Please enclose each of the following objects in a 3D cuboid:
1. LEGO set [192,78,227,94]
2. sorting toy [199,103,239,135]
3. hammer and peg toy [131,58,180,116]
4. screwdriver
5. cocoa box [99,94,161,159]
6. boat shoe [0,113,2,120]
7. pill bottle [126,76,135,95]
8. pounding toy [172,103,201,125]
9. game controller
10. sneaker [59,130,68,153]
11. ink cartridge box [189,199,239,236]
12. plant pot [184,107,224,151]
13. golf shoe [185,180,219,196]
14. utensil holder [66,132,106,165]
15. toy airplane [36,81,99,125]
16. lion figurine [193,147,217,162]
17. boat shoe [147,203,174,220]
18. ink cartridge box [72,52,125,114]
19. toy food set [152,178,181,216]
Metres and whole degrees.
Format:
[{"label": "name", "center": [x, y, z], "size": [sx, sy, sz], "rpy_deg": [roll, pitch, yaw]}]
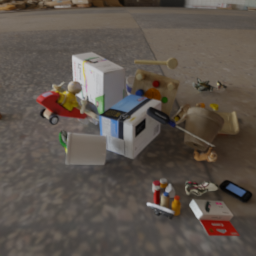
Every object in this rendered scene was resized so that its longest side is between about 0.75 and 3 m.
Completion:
[{"label": "LEGO set", "center": [4.390, -2.215, 15.498], "size": [2.151, 0.610, 1.397], "rpy_deg": [9, 31, -11]}, {"label": "sorting toy", "center": [3.786, -0.405, 12.479], "size": [1.975, 0.355, 2.651], "rpy_deg": [0, 29, 15]}, {"label": "hammer and peg toy", "center": [1.136, -1.804, 12.242], "size": [2.046, 2.781, 0.981], "rpy_deg": [18, 19, 11]}, {"label": "screwdriver", "center": [1.793, 0.054, 9.545], "size": [2.663, 0.371, 0.387], "rpy_deg": [32, 53, 1]}, {"label": "cocoa box", "center": [0.125, -0.139, 10.861], "size": [1.485, 1.509, 2.263], "rpy_deg": [17, 35, 27]}, {"label": "boat shoe", "center": [-6.012, -0.618, 12.916], "size": [0.270, 0.256, 0.752], "rpy_deg": [-18, 35, -27]}, {"label": "pill bottle", "center": [0.220, -2.110, 14.497], "size": [0.640, 1.069, 0.640], "rpy_deg": [1, 57, -1]}, {"label": "pounding toy", "center": [2.538, -0.555, 12.038], "size": [0.753, 1.317, 0.756], "rpy_deg": [-14, 65, -50]}, {"label": "game controller", "center": [3.312, 1.940, 8.640], "size": [0.493, 0.199, 0.946], "rpy_deg": [-37, 46, -29]}, {"label": "sneaker", "center": [-1.947, 0.536, 9.504], "size": [1.131, 0.482, 0.441], "rpy_deg": [57, 21, 14]}, {"label": "ink cartridge box", "center": [2.286, 2.325, 7.285], "size": [1.126, 0.245, 0.978], "rpy_deg": [11, 27, -27]}, {"label": "plant pot", "center": [2.699, 0.111, 10.477], "size": [1.444, 1.444, 1.253], "rpy_deg": [17, 72, 26]}, {"label": "golf shoe", "center": [2.276, 1.904, 8.663], "size": [1.022, 0.395, 0.450], "rpy_deg": [1, 52, 8]}, {"label": "utensil holder", "center": [-1.456, 0.738, 9.693], "size": [1.304, 1.109, 1.109], "rpy_deg": [3, 30, -11]}, {"label": "toy airplane", "center": [-2.175, -1.010, 11.424], "size": [2.506, 1.768, 2.495], "rpy_deg": [18, 11, -2]}, {"label": "lion figurine", "center": [2.698, 1.012, 9.933], "size": [1.047, 0.379, 0.641], "rpy_deg": [-19, 26, 43]}, {"label": "boat shoe", "center": [0.885, 2.354, 7.881], "size": [0.854, 0.299, 0.283], "rpy_deg": [12, 74, 30]}, {"label": "ink cartridge box", "center": [-1.503, -2.209, 13.601], "size": [1.234, 2.129, 2.940], "rpy_deg": [-18, 37, -32]}, {"label": "toy food set", "center": [1.096, 1.892, 8.337], "size": [0.665, 0.627, 1.393], "rpy_deg": [-3, 31, -6]}]
